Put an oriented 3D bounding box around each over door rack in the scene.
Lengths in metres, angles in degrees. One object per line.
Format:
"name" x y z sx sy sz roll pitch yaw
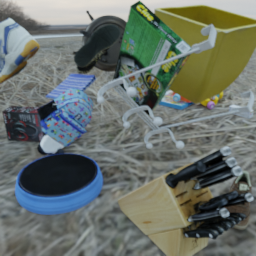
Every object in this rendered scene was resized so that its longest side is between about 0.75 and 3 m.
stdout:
"over door rack" 0.930 -0.521 5.719 2.676 1.977 0.891 -23 40 31

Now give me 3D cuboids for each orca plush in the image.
"orca plush" -2.585 0.431 9.530 0.645 0.954 1.814 -27 26 28

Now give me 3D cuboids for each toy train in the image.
"toy train" 3.556 -1.886 14.036 2.227 0.825 2.965 27 35 26

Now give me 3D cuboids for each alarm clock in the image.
"alarm clock" -0.395 -2.839 9.858 2.781 1.876 0.926 18 11 -14

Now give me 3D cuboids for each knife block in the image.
"knife block" 0.910 1.201 5.535 0.904 2.479 2.824 -15 28 -32

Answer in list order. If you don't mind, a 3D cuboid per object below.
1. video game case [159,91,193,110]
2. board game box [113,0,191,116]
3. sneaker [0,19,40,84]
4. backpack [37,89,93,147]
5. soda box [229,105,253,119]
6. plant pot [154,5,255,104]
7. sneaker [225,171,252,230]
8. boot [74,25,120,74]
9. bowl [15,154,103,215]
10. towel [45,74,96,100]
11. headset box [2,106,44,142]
"video game case" 2.570 -1.536 14.461 1.770 0.220 2.473 18 29 35
"board game box" 0.382 -1.354 6.360 0.322 2.741 1.436 -39 81 -21
"sneaker" -4.024 -2.457 9.248 2.911 1.283 1.096 -27 19 42
"backpack" -1.370 -0.281 6.631 1.189 1.085 0.800 -34 44 6
"soda box" 5.043 -0.731 12.536 0.342 0.320 1.005 -19 31 -36
"plant pot" 2.173 -2.146 8.409 2.337 2.390 2.321 -22 44 -36
"sneaker" 2.650 1.661 6.744 0.611 0.656 1.736 9 25 20
"boot" -0.934 -2.213 8.058 1.570 0.567 1.186 -45 5 -10
"bowl" -1.860 1.391 7.603 2.324 0.456 2.324 0 24 0
"towel" -1.999 -1.472 9.931 1.177 0.194 1.626 10 42 24
"headset box" -3.592 -0.136 10.152 1.570 1.167 0.589 3 25 6
